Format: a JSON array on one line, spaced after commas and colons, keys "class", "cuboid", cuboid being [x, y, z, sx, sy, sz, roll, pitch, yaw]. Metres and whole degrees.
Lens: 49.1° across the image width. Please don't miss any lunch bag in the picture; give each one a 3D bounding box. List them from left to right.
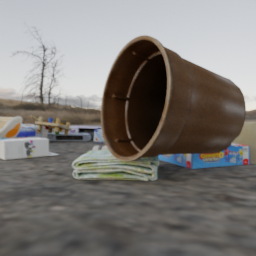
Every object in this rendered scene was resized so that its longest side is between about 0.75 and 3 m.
[{"class": "lunch bag", "cuboid": [-5.456, 0.288, 13.238, 2.038, 0.961, 2.544, 8, 7, 43]}, {"class": "lunch bag", "cuboid": [-0.627, 0.385, 13.532, 1.962, 0.741, 1.572, 2, 1, 33]}]

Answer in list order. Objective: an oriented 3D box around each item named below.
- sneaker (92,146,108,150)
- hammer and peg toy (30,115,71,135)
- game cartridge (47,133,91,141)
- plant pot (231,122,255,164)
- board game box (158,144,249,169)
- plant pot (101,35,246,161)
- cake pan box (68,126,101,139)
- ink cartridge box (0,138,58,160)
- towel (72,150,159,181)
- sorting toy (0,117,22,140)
[{"class": "sneaker", "cuboid": [-0.641, 0.688, 8.183, 0.522, 0.346, 0.917, 3, -8, -37]}, {"class": "hammer and peg toy", "cuboid": [-3.818, -0.100, 13.425, 1.846, 0.651, 1.357, 6, -8, 17]}, {"class": "game cartridge", "cuboid": [-3.116, 0.478, 14.713, 2.169, 0.450, 1.444, 1, -3, -14]}, {"class": "plant pot", "cuboid": [3.716, 0.378, 8.040, 1.648, 1.107, 1.648, 0, 1, 0]}, {"class": "board game box", "cuboid": [1.957, 0.679, 7.675, 1.786, 0.510, 1.824, 0, 2, -23]}, {"class": "plant pot", "cuboid": [0.963, -0.411, 5.651, 2.267, 2.290, 2.290, 7, -2, -30]}, {"class": "cake pan box", "cuboid": [-2.300, 0.261, 16.886, 2.507, 0.712, 2.722, 0, 2, -5]}, {"class": "ink cartridge box", "cuboid": [-3.142, 0.616, 8.811, 1.677, 0.569, 0.965, -2, 3, -38]}, {"class": "towel", "cuboid": [-0.187, 0.749, 6.241, 1.720, 0.484, 2.010, 1, 2, 5]}, {"class": "sorting toy", "cuboid": [-5.613, 0.312, 10.395, 2.469, 1.319, 2.223, 2, 10, 12]}]
